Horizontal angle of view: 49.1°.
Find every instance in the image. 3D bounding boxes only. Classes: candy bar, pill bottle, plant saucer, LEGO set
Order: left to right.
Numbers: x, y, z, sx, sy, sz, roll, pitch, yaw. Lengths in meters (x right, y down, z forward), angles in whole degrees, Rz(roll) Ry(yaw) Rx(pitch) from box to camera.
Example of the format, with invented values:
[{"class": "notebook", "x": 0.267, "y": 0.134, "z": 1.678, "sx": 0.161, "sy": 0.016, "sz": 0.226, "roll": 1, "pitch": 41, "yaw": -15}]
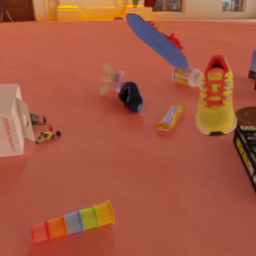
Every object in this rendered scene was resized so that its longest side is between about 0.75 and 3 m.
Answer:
[{"class": "LEGO set", "x": -2.698, "y": -0.199, "z": 7.745, "sx": 2.022, "sy": 0.573, "sz": 1.313, "roll": 11, "pitch": 27, "yaw": 23}, {"class": "candy bar", "x": 1.322, "y": -0.349, "z": 8.488, "sx": 0.501, "sy": 0.223, "sz": 2.009, "roll": 10, "pitch": 26, "yaw": 21}, {"class": "pill bottle", "x": 2.558, "y": -2.157, "z": 11.705, "sx": 0.748, "sy": 0.748, "sz": 1.331, "roll": -18, "pitch": 32, "yaw": -33}, {"class": "plant saucer", "x": 4.009, "y": -0.172, "z": 8.011, "sx": 2.168, "sy": 0.319, "sz": 2.168, "roll": 0, "pitch": 24, "yaw": 0}]

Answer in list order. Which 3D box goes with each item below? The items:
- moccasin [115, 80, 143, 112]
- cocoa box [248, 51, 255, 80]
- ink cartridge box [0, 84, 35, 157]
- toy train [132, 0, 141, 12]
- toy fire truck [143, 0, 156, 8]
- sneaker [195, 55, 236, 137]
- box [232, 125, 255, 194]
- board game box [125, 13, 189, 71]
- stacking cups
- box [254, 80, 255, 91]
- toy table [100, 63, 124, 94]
[{"class": "moccasin", "x": -0.003, "y": -1.179, "z": 9.533, "sx": 0.665, "sy": 0.784, "sz": 1.949, "roll": 6, "pitch": 22, "yaw": -16}, {"class": "cocoa box", "x": 5.968, "y": -2.742, "z": 12.339, "sx": 0.838, "sy": 1.257, "sz": 0.825, "roll": -9, "pitch": 26, "yaw": -21}, {"class": "ink cartridge box", "x": -3.270, "y": -0.155, "z": 6.531, "sx": 1.992, "sy": 1.280, "sz": 1.247, "roll": -4, "pitch": 40, "yaw": -11}, {"class": "toy train", "x": 0.330, "y": -5.095, "z": 11.088, "sx": 0.601, "sy": 1.421, "sz": 0.822, "roll": 10, "pitch": 47, "yaw": 1}, {"class": "toy fire truck", "x": 0.663, "y": -4.270, "z": 8.515, "sx": 0.353, "sy": 1.022, "sz": 1.449, "roll": 1, "pitch": -18, "yaw": -3}, {"class": "sneaker", "x": 1.554, "y": -0.634, "z": 5.072, "sx": 0.713, "sy": 0.823, "sz": 1.823, "roll": -3, "pitch": 46, "yaw": 19}, {"class": "box", "x": 3.733, "y": 0.691, "z": 5.867, "sx": 2.503, "sy": 0.595, "sz": 2.417, "roll": 2, "pitch": 23, "yaw": 6}, {"class": "board game box", "x": 0.479, "y": -1.304, "z": 4.022, "sx": 1.176, "sy": 0.229, "sz": 0.929, "roll": 39, "pitch": 2, "yaw": 0}, {"class": "stacking cups", "x": -0.860, "y": 1.526, "z": 4.415, "sx": 1.265, "sy": 0.383, "sz": 0.383, "roll": -14, "pitch": 28, "yaw": -18}, {"class": "box", "x": 6.499, "y": -2.248, "z": 10.168, "sx": 2.988, "sy": 2.211, "sz": 1.559, "roll": -5, "pitch": 26, "yaw": -9}, {"class": "toy table", "x": -0.631, "y": -1.822, "z": 10.714, "sx": 0.747, "sy": 1.173, "sz": 1.276, "roll": 8, "pitch": -5, "yaw": -13}]
